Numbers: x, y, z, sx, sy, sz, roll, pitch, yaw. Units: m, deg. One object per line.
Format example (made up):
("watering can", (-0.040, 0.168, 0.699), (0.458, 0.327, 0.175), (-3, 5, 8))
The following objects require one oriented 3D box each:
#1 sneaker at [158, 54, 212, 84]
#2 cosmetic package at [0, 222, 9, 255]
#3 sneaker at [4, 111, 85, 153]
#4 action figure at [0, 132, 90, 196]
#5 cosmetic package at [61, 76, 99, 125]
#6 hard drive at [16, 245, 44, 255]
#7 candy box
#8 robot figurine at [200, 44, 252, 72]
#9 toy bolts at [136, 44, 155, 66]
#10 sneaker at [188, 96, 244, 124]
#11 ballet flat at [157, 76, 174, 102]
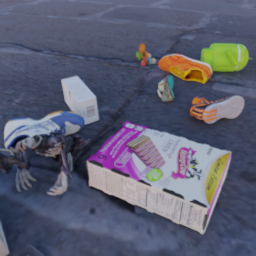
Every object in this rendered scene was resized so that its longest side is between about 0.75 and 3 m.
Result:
("sneaker", (2.360, -2.583, 12.187), (2.474, 0.903, 0.954), (19, 49, 30))
("cosmetic package", (-3.189, 1.733, 5.780), (0.895, 1.061, 1.986), (-18, 41, -22))
("sneaker", (-2.440, 0.210, 8.312), (2.366, 0.891, 1.043), (-11, 47, -4))
("action figure", (-2.160, 0.822, 6.642), (1.771, 1.521, 2.981), (-10, -10, 40))
("cosmetic package", (-1.711, -0.997, 9.800), (0.695, 0.954, 1.877), (-19, 38, -22))
("hard drive", (-1.981, 2.646, 5.223), (0.560, 0.176, 0.831), (22, 40, 28))
("candy box", (0.767, 1.015, 6.924), (2.979, 0.909, 2.031), (17, 38, 23))
("robot figurine", (4.418, -3.182, 12.705), (2.116, 1.224, 1.857), (2, 22, 3))
("toy bolts", (0.931, -3.511, 13.579), (0.701, 0.966, 1.011), (-6, 53, -20))
("sneaker", (2.953, -0.784, 9.627), (2.112, 0.819, 1.183), (-11, 24, -32))
("ballet flat", (1.463, -1.562, 11.046), (0.632, 0.569, 1.679), (-14, 33, 17))
